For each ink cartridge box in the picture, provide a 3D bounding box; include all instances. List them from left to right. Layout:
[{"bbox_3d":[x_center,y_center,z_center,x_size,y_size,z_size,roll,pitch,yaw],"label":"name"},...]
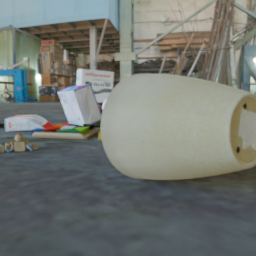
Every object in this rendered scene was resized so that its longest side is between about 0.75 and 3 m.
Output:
[{"bbox_3d":[-3.411,-0.243,10.741,2.120,0.531,1.719,-6,8,-8],"label":"ink cartridge box"},{"bbox_3d":[-2.166,-0.976,11.926,0.870,1.556,2.280,-26,18,-30],"label":"ink cartridge box"},{"bbox_3d":[-1.899,-1.934,15.720,1.882,2.608,1.092,0,9,-25],"label":"ink cartridge box"}]

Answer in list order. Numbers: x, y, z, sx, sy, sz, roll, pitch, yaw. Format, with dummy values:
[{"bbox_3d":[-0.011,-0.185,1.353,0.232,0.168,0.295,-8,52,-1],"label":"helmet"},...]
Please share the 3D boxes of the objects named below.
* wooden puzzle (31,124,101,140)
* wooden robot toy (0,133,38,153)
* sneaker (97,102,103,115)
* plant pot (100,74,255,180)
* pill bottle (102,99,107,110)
[{"bbox_3d":[-1.832,0.089,8.920,2.890,0.338,1.950,0,7,6],"label":"wooden puzzle"},{"bbox_3d":[-2.581,0.329,6.508,0.940,0.427,0.414,-2,8,-23],"label":"wooden robot toy"},{"bbox_3d":[-1.057,-0.834,13.174,2.587,0.907,1.061,-10,-12,19],"label":"sneaker"},{"bbox_3d":[0.786,-0.006,3.666,1.631,1.631,1.741,-5,4,-37],"label":"plant pot"},{"bbox_3d":[-0.259,-0.398,8.414,0.706,0.706,1.255,4,-21,29],"label":"pill bottle"}]
